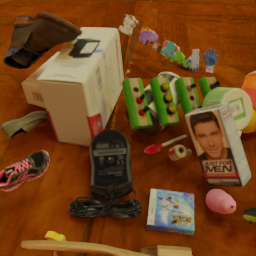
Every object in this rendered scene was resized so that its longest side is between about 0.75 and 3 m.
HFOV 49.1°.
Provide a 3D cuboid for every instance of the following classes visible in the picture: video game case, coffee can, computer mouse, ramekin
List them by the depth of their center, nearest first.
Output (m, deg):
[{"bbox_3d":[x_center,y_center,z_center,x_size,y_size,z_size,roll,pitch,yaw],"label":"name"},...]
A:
[{"bbox_3d":[0.948,1.831,6.187,0.998,0.227,0.904,6,45,6],"label":"video game case"},{"bbox_3d":[-0.483,1.099,6.743,1.592,0.606,2.299,-1,54,3],"label":"computer mouse"},{"bbox_3d":[2.442,-0.432,6.822,1.159,1.159,0.566,-21,10,-20],"label":"ramekin"},{"bbox_3d":[0.838,-0.678,7.856,1.131,1.131,1.545,28,59,26],"label":"coffee can"}]

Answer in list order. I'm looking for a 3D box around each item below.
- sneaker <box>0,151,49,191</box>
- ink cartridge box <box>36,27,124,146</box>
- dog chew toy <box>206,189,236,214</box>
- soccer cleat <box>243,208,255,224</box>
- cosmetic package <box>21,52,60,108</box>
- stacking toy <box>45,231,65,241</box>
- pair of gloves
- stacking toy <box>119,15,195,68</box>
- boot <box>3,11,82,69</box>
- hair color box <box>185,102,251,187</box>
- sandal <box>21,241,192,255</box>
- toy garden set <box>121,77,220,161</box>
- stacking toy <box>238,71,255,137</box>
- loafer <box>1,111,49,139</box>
[{"bbox_3d":[-2.176,0.862,5.624,1.260,0.601,0.498,-34,71,1],"label":"sneaker"},{"bbox_3d":[-1.129,-1.256,7.977,1.205,2.121,2.910,7,44,13],"label":"ink cartridge box"},{"bbox_3d":[2.022,1.604,6.022,0.507,0.815,0.507,0,88,-10],"label":"dog chew toy"},{"bbox_3d":[3.174,1.688,5.683,1.843,0.622,0.747,9,72,-10],"label":"soccer cleat"},{"bbox_3d":[-2.330,-1.592,9.257,1.180,0.848,2.091,18,46,17],"label":"cosmetic package"},{"bbox_3d":[-0.976,2.778,5.087,1.786,0.420,1.346,13,46,12],"label":"stacking toy"},{"bbox_3d":[2.220,-2.026,8.433,0.917,0.737,0.104,6,6,10],"label":"pair of gloves"},{"bbox_3d":[1.127,-2.980,9.858,2.634,0.619,1.986,37,19,17],"label":"stacking toy"},{"bbox_3d":[-2.381,-2.186,7.554,2.996,1.119,1.452,20,85,46],"label":"boot"},{"bbox_3d":[1.992,0.401,6.218,0.534,1.760,0.871,-26,9,-42],"label":"hair color box"},{"bbox_3d":[-0.299,2.445,4.617,2.958,1.085,0.973,8,64,-13],"label":"sandal"},{"bbox_3d":[1.450,-0.238,6.973,2.817,0.562,2.348,-6,74,-23],"label":"toy garden set"},{"bbox_3d":[3.384,-0.382,7.903,2.185,1.597,1.597,-43,56,-9],"label":"stacking toy"},{"bbox_3d":[-2.750,-0.055,7.654,1.298,0.488,0.452,-23,73,-15],"label":"loafer"}]
